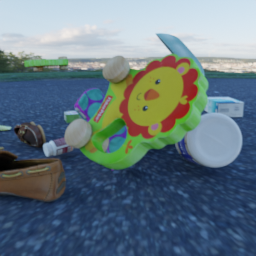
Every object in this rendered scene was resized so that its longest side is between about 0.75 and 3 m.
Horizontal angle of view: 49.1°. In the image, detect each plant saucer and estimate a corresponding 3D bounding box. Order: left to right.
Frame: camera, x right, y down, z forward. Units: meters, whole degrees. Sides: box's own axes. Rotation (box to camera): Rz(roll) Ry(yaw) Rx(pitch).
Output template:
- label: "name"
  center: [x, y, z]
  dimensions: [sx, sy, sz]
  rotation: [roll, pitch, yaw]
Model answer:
- label: "plant saucer"
  center: [1.831, -2.325, 9.149]
  dimensions: [0.458, 2.378, 2.378]
  rotation: [-41, 6, 16]

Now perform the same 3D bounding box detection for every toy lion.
- label: "toy lion"
  center: [-3.010, -2.405, 10.417]
  dimensions: [1.560, 0.536, 1.496]
  rotation: [-7, 11, -13]
- label: "toy lion"
  center: [0.199, -0.297, 5.235]
  dimensions: [2.348, 2.449, 0.841]
  rotation: [26, -7, 44]

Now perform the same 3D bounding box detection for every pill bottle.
- label: "pill bottle"
  center: [-2.010, 0.550, 8.062]
  dimensions: [0.769, 0.439, 0.439]
  rotation: [-15, 21, -36]
- label: "pill bottle"
  center: [1.858, 0.329, 7.021]
  dimensions: [1.209, 1.209, 2.090]
  rotation: [0, -4, -1]

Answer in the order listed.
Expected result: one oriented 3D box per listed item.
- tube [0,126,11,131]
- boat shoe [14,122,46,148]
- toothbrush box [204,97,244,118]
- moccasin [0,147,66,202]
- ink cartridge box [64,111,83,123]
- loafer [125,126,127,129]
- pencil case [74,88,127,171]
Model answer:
- label: "tube"
  center: [-5.108, 0.021, 10.894]
  dimensions: [0.999, 0.259, 0.290]
  rotation: [0, 53, -12]
- label: "boat shoe"
  center: [-3.252, 0.248, 9.181]
  dimensions: [0.716, 0.717, 2.037]
  rotation: [-11, 12, -30]
- label: "toothbrush box"
  center: [4.696, -1.039, 13.844]
  dimensions: [1.279, 0.745, 1.747]
  rotation: [-1, 13, -4]
- label: "moccasin"
  center: [-2.703, 0.882, 5.943]
  dimensions: [2.786, 1.075, 1.019]
  rotation: [5, 16, 17]
- label: "ink cartridge box"
  center: [-2.166, -0.527, 12.595]
  dimensions: [1.325, 0.393, 0.688]
  rotation: [-5, 16, -20]
- label: "loafer"
  center: [0.212, -0.212, 10.340]
  dimensions: [0.778, 0.776, 2.224]
  rotation: [-8, 27, -30]
- label: "pencil case"
  center: [-0.574, 0.016, 7.145]
  dimensions: [0.926, 2.004, 0.853]
  rotation: [-29, -10, -38]
